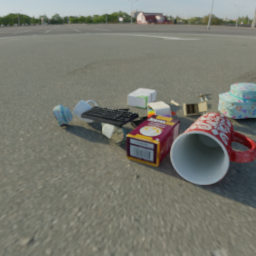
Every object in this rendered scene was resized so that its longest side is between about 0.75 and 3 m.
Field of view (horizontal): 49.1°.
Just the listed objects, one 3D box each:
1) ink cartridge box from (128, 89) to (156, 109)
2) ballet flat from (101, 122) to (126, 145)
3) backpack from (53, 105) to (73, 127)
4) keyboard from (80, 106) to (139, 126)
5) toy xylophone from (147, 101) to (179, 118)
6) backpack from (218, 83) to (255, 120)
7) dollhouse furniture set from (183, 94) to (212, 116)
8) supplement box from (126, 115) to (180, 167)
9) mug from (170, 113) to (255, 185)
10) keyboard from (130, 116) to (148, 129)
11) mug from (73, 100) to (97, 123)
[{"bbox_3d":[0.814,-1.735,16.207,1.104,0.638,1.518,14,29,26],"label":"ink cartridge box"},{"bbox_3d":[-0.708,0.001,12.214,0.946,0.852,2.511,18,19,-13],"label":"ballet flat"},{"bbox_3d":[-3.097,-0.620,13.229,0.717,0.953,0.846,-26,20,11],"label":"backpack"},{"bbox_3d":[-0.747,-0.649,12.529,2.648,0.340,1.590,13,29,39],"label":"keyboard"},{"bbox_3d":[1.720,-0.925,14.088,1.578,0.541,2.155,-7,16,2],"label":"toy xylophone"},{"bbox_3d":[5.843,-1.311,14.235,2.320,1.747,2.060,-9,26,-6],"label":"backpack"},{"bbox_3d":[3.512,-1.006,14.083,0.932,1.230,1.403,-5,-1,-13],"label":"dollhouse furniture set"},{"bbox_3d":[1.051,0.422,11.189,1.320,1.025,2.393,13,28,26],"label":"supplement box"},{"bbox_3d":[3.104,0.697,10.065,2.494,1.875,2.810,28,29,15],"label":"mug"},{"bbox_3d":[1.127,-0.287,13.628,2.027,0.260,1.217,-11,31,-23],"label":"keyboard"},{"bbox_3d":[-1.995,-0.863,13.830,0.993,0.836,1.132,35,69,2],"label":"mug"}]
